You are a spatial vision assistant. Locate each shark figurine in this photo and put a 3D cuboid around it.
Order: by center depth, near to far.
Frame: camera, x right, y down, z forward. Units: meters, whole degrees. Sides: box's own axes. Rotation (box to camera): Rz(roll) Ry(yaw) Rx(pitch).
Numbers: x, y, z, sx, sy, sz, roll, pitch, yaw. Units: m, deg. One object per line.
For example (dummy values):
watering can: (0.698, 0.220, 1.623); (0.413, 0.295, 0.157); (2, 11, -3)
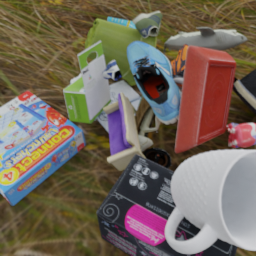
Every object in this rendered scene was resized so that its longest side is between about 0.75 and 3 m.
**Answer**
shark figurine: (2.019, -2.537, 9.267); (3.101, 1.294, 1.853); (8, 13, 43)

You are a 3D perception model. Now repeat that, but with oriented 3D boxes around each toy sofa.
toy sofa: (-0.215, 0.046, 7.698); (0.841, 0.991, 2.030); (-24, 45, 16)

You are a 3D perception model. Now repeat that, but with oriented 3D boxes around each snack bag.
snack bag: (-0.348, -0.750, 9.697); (1.995, 0.226, 2.116); (-24, 55, -25)

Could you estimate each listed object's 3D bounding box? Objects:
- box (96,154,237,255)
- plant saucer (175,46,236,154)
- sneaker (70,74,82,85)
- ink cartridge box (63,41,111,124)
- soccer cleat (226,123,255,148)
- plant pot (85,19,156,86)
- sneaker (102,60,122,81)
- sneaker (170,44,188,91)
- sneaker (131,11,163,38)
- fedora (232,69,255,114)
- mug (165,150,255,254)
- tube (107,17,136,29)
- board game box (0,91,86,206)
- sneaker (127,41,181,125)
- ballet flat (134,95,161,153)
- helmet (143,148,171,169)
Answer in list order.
box: (0.946, 2.202, 6.470); (2.795, 1.603, 1.847); (24, 53, 18)
plant saucer: (2.206, -0.753, 7.527); (0.482, 2.624, 2.619); (15, 18, 35)
sneaker: (-1.967, -1.778, 10.647); (0.421, 0.361, 0.968); (13, 50, 17)
ink cartridge box: (-1.217, -1.351, 8.115); (0.752, 1.986, 1.468); (6, 33, 21)
soccer cleat: (3.318, 0.195, 7.982); (0.858, 2.245, 0.749); (-6, 88, 15)
plant pot: (-0.417, -2.819, 9.913); (2.025, 2.132, 2.132); (16, 46, -23)
sneaker: (-0.438, -1.469, 7.764); (0.328, 0.813, 0.469); (-30, 85, -24)
sneaker: (1.535, -1.915, 8.948); (2.336, 0.906, 1.309); (21, 87, 53)
sneaker: (0.782, -3.447, 9.493); (1.729, 0.580, 0.776); (-36, 98, -50)
fedora: (4.440, -1.050, 8.782); (2.529, 1.155, 2.529); (29, 30, -19)
mug: (1.448, 1.323, 4.960); (2.046, 1.794, 1.510); (-45, 103, -19)
tube: (-0.286, -4.978, 13.374); (1.417, 0.357, 0.549); (11, 64, 4)
board game box: (-3.234, 0.425, 8.490); (2.713, 0.774, 2.770); (33, 57, 25)
sneaker: (0.638, -1.461, 7.371); (1.083, 1.243, 2.764); (-34, 56, 12)
ballet flat: (0.463, 0.052, 8.222); (0.851, 0.798, 2.354); (16, 77, 41)
helmet: (0.810, 0.943, 8.076); (0.802, 0.765, 0.802); (2, 83, -16)
